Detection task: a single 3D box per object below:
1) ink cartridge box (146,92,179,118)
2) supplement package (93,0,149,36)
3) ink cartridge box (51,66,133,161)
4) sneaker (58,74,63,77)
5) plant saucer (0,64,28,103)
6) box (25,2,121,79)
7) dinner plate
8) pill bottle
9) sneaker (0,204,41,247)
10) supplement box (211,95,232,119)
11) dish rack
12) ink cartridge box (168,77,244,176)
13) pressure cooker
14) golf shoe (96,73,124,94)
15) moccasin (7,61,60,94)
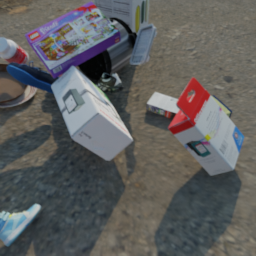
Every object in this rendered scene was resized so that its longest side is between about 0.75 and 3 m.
[{"bbox_3d":[1.589,-0.841,11.196,1.539,0.387,0.838,21,50,18],"label":"ink cartridge box"},{"bbox_3d":[-0.299,-6.483,14.806,2.244,2.979,2.261,19,49,18],"label":"supplement package"},{"bbox_3d":[-1.255,-0.496,9.502,1.166,2.020,2.776,-40,48,9],"label":"ink cartridge box"},{"bbox_3d":[-2.615,-1.818,11.858,1.064,0.770,2.178,-21,52,-19],"label":"sneaker"},{"bbox_3d":[-5.422,-1.823,11.803,2.431,0.419,2.431,6,47,-7],"label":"plant saucer"},{"bbox_3d":[-1.990,-3.273,10.228,2.886,0.564,1.975,-33,67,-13],"label":"box"},{"bbox_3d":[-4.996,-1.564,11.973,2.209,0.268,2.209,-1,46,1],"label":"dinner plate"},{"bbox_3d":[-4.742,-3.053,11.368,0.801,1.426,0.801,-2,80,10],"label":"pill bottle"},{"bbox_3d":[-3.094,2.433,7.668,0.862,0.525,1.320,39,46,2],"label":"sneaker"},{"bbox_3d":[3.090,-0.509,10.625,1.088,0.731,1.089,-21,50,-19],"label":"supplement box"},{"bbox_3d":[0.638,-3.285,11.284,0.354,1.624,1.394,14,6,-23],"label":"dish rack"},{"bbox_3d":[2.365,-0.037,8.908,2.764,0.930,1.606,47,51,-12],"label":"ink cartridge box"},{"bbox_3d":[-0.936,-3.628,12.596,2.300,2.336,2.616,42,57,10],"label":"pressure cooker"},{"bbox_3d":[-0.952,-1.798,11.350,1.737,0.821,0.675,-3,21,37],"label":"golf shoe"},{"bbox_3d":[-3.549,-1.985,10.814,2.096,0.843,0.715,26,57,-22],"label":"moccasin"}]
